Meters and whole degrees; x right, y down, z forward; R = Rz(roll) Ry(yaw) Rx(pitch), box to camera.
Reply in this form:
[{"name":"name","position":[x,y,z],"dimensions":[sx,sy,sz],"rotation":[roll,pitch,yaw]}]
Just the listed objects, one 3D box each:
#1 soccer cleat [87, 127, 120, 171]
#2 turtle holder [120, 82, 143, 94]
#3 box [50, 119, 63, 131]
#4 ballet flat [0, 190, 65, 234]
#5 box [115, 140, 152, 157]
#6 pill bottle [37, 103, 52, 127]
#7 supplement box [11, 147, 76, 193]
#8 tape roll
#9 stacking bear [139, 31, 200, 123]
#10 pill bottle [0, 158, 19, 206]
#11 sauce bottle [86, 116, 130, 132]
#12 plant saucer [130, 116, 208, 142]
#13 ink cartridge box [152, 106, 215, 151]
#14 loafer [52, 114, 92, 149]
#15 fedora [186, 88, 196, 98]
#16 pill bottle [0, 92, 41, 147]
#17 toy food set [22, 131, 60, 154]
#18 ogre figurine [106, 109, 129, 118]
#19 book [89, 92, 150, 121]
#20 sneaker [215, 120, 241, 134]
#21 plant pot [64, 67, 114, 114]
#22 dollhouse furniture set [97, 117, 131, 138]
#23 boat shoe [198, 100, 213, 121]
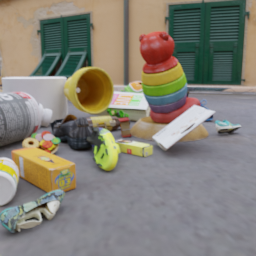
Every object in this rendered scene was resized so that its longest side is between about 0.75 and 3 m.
[{"name":"soccer cleat","position":[-0.474,0.495,6.945],"dimensions":[0.850,0.657,2.033],"rotation":[24,9,-21]},{"name":"turtle holder","position":[0.639,-1.657,15.459],"dimensions":[1.376,1.938,1.472],"rotation":[-34,22,1]},{"name":"box","position":[-2.372,-0.139,10.286],"dimensions":[0.786,0.310,0.555],"rotation":[-11,-11,-36]},{"name":"ballet flat","position":[-1.297,1.232,4.077],"dimensions":[0.397,0.397,1.069],"rotation":[9,16,40]},{"name":"box","position":[0.111,0.540,7.617],"dimensions":[1.079,0.270,0.406],"rotation":[9,14,36]},{"name":"pill bottle","position":[-3.906,-0.587,10.933],"dimensions":[1.685,0.939,0.939],"rotation":[16,2,-28]},{"name":"supplement box","position":[-1.712,0.808,5.554],"dimensions":[0.544,0.563,1.636],"rotation":[-10,13,-43]},{"name":"tape roll","position":[-4.231,-1.355,12.919],"dimensions":[2.842,1.951,2.842],"rotation":[1,12,0]},{"name":"stacking bear","position":[1.132,-1.726,9.141],"dimensions":[1.698,2.796,1.590],"rotation":[11,38,43]},{"name":"pill bottle","position":[-2.255,0.892,4.926],"dimensions":[0.604,0.604,1.070],"rotation":[-3,12,-16]},{"name":"sauce bottle","position":[-0.769,-0.144,10.429],"dimensions":[1.797,0.581,0.581],"rotation":[-4,11,-31]},{"name":"plant saucer","position":[1.457,-0.068,10.132],"dimensions":[2.831,0.501,2.831],"rotation":[0,11,0]},{"name":"ink cartridge box","position":[1.556,0.043,7.750],"dimensions":[1.618,0.352,1.404],"rotation":[-37,16,-1]},{"name":"loafer","position":[-1.729,0.003,8.692],"dimensions":[0.888,0.882,2.439],"rotation":[-8,11,-35]},{"name":"fedora","position":[2.645,-1.754,16.686],"dimensions":[2.784,1.272,2.784],"rotation":[-1,9,0]},{"name":"pill bottle","position":[-3.898,-0.185,7.943],"dimensions":[1.534,1.534,2.694],"rotation":[4,11,20]},{"name":"toy food set","position":[-2.273,0.422,7.432],"dimensions":[0.860,0.209,0.851],"rotation":[25,43,16]},{"name":"ogre figurine","position":[-0.369,-0.504,11.837],"dimensions":[1.014,0.497,0.608],"rotation":[-3,-27,18]},{"name":"book","position":[-0.292,-1.110,13.135],"dimensions":[2.689,0.646,1.797],"rotation":[5,34,13]},{"name":"sneaker","position":[3.526,-0.083,9.869],"dimensions":[1.137,0.453,0.441],"rotation":[1,-32,-30]},{"name":"plant pot","position":[-1.849,-1.619,12.072],"dimensions":[1.898,1.898,1.785],"rotation":[-8,13,-35]},{"name":"dollhouse furniture set","position":[-0.474,0.032,9.484],"dimensions":[1.123,0.604,0.457],"rotation":[-8,12,-7]},{"name":"boat shoe","position":[3.066,-0.958,13.455],"dimensions":[1.127,0.919,2.679],"rotation":[-4,15,-24]}]
